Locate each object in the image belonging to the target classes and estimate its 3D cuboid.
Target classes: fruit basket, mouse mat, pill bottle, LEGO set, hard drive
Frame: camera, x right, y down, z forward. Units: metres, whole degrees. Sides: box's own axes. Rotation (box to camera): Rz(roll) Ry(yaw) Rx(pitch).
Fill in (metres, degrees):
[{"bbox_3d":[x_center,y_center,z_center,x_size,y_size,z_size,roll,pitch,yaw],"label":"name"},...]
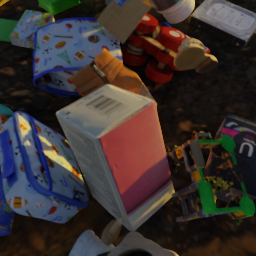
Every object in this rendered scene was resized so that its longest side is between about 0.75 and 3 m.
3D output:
[{"bbox_3d":[-2.642,-5.022,10.157,1.605,1.158,1.605,3,75,-10],"label":"fruit basket"},{"bbox_3d":[-4.428,-3.432,9.785,1.343,0.051,1.081,10,61,7],"label":"mouse mat"},{"bbox_3d":[1.150,-4.584,9.044,1.294,2.288,1.294,-24,49,31],"label":"pill bottle"},{"bbox_3d":[1.551,1.113,5.818,1.511,1.139,1.965,-6,68,-26],"label":"LEGO set"},{"bbox_3d":[3.423,-3.754,9.766,2.121,0.401,1.482,34,65,18],"label":"hard drive"}]

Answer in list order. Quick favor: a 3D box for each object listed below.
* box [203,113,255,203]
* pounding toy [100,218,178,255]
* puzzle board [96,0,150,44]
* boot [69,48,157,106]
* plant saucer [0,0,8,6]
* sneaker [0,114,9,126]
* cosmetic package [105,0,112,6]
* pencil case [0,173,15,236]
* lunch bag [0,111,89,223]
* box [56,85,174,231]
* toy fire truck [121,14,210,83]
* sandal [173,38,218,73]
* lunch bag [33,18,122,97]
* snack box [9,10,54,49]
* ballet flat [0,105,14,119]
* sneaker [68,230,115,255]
[{"bbox_3d":[2.600,0.785,6.852,1.148,0.996,1.878,20,63,11],"label":"box"},{"bbox_3d":[-0.025,2.446,4.860,2.214,1.270,1.266,2,52,54],"label":"pounding toy"},{"bbox_3d":[-0.126,-3.070,7.597,0.925,0.107,1.228,38,90,-12],"label":"puzzle board"},{"bbox_3d":[-0.753,-0.497,7.005,2.021,0.963,2.613,46,75,-14],"label":"boot"},{"bbox_3d":[-5.432,-4.778,10.311,1.855,0.449,1.855,32,65,17],"label":"plant saucer"},{"bbox_3d":[-3.145,0.380,7.054,0.591,0.559,1.532,-18,76,10],"label":"sneaker"},{"bbox_3d":[-0.253,-5.620,9.606,1.328,2.487,1.122,-7,27,-2],"label":"cosmetic package"},{"bbox_3d":[-2.910,1.723,6.514,0.569,0.633,1.458,-17,56,24],"label":"pencil case"},{"bbox_3d":[-1.885,0.845,6.090,0.927,1.966,2.453,-38,51,7],"label":"lunch bag"},{"bbox_3d":[-0.181,0.565,5.655,1.308,2.400,1.535,-34,37,-25],"label":"box"},{"bbox_3d":[1.062,-2.659,8.737,2.517,1.411,2.114,38,44,20],"label":"toy fire truck"},{"bbox_3d":[1.634,-1.960,7.279,2.133,0.782,0.702,-1,61,-53],"label":"sandal"},{"bbox_3d":[-1.502,-2.050,8.184,2.432,1.506,2.068,-3,59,-12],"label":"lunch bag"},{"bbox_3d":[-3.251,-3.369,9.553,1.003,0.374,1.410,11,61,6],"label":"snack box"},{"bbox_3d":[-3.691,0.322,7.266,0.767,0.733,2.178,21,62,12],"label":"ballet flat"},{"bbox_3d":[-1.000,3.530,5.270,1.191,1.097,2.977,22,63,10],"label":"sneaker"}]
